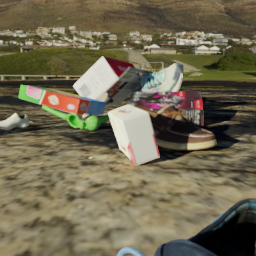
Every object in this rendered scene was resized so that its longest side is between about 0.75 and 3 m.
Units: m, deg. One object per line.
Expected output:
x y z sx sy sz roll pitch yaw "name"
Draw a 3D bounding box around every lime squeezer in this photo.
-1.312 -0.340 8.141 2.453 0.463 0.866 4 52 -7 "lime squeezer"

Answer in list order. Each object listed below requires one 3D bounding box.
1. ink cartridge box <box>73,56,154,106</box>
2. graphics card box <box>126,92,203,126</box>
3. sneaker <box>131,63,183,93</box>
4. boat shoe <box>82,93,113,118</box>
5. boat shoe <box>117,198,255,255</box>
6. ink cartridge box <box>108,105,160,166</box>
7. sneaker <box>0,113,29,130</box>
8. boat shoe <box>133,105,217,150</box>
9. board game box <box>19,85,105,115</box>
-0.470 -1.974 11.305 2.299 1.098 2.618 -38 -10 23 "ink cartridge box"
1.213 -0.684 9.300 2.458 0.625 1.542 1 28 12 "graphics card box"
1.045 -1.618 10.922 1.223 1.100 2.833 20 -32 -20 "sneaker"
-1.055 -0.686 9.761 0.407 1.296 0.471 36 29 -33 "boat shoe"
0.331 1.022 1.785 0.916 0.747 2.176 9 15 36 "boat shoe"
0.078 0.095 5.564 0.518 0.901 1.242 -20 15 -11 "ink cartridge box"
-3.370 -0.231 8.189 0.910 0.452 0.355 -15 42 -35 "sneaker"
0.940 -0.100 6.665 0.903 0.901 2.502 -9 16 -37 "boat shoe"
-1.737 -0.744 7.561 1.830 0.369 1.400 15 8 21 "board game box"
